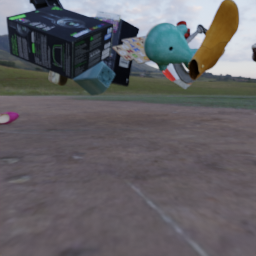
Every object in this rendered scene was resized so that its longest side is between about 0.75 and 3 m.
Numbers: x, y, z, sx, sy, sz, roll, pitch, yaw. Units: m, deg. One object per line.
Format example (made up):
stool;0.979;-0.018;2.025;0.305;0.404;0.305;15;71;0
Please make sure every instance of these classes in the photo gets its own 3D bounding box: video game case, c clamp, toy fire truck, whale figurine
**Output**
video game case;-0.807;-3.959;10.430;0.909;0.824;0.163;12;-25;4
c clamp;2.491;-3.130;11.234;2.817;2.406;0.381;-39;21;-18
toy fire truck;2.065;-3.952;12.188;1.368;0.767;1.148;-7;-15;12
whale figurine;1.546;-2.579;9.296;2.092;1.665;1.086;21;21;-23

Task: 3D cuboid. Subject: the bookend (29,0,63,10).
bookend;-2.679;-4.016;9.177;0.846;0.841;0.390;-21;-17;-26

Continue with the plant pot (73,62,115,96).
plant pot;-1.078;-1.798;9.793;1.039;1.017;1.020;10;-23;47

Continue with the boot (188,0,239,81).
boot;2.113;-2.135;7.127;0.658;1.871;1.340;36;65;25

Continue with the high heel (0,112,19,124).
high heel;-5.284;-0.391;11.468;1.473;0.496;0.706;-7;0;-12

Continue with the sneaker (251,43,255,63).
sneaker;3.414;-1.778;7.126;0.338;0.517;0.895;-39;-33;17

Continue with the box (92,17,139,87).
box;-1.315;-3.659;13.449;2.879;2.832;1.691;15;10;28

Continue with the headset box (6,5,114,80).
headset box;-1.871;-2.476;7.735;2.248;1.043;1.957;24;39;17

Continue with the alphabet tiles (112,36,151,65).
alphabet tiles;0.461;-3.123;11.150;1.997;0.075;1.669;-21;54;-30

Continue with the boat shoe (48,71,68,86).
boat shoe;-3.062;-3.256;12.701;0.841;2.590;0.934;18;12;21

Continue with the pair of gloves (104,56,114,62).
pair of gloves;-1.699;-2.874;10.250;2.291;0.283;2.041;9;21;-24

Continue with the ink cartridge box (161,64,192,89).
ink cartridge box;1.995;-2.997;13.620;0.606;1.962;2.419;-41;-27;19
